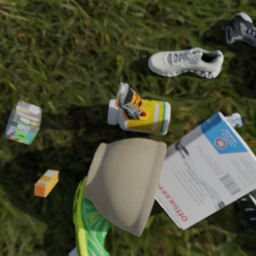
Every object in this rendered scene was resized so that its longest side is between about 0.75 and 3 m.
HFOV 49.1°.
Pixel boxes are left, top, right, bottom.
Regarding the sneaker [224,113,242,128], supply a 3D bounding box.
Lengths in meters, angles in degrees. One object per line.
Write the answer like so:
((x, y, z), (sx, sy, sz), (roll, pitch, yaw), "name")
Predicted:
((3.262, -0.113, 9.384), (1.186, 0.449, 0.457), (-19, 72, -4), "sneaker")

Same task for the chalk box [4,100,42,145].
((-3.015, -0.059, 8.033), (0.755, 0.751, 1.214), (23, 36, -27), "chalk box")

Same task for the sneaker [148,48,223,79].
((1.992, -2.356, 9.710), (2.568, 1.041, 0.965), (1, 76, 2), "sneaker")

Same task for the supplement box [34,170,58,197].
((-1.982, 1.338, 6.841), (0.295, 0.857, 0.285), (8, 106, 6), "supplement box")

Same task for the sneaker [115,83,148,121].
((0.124, -0.682, 7.674), (0.667, 1.728, 0.676), (13, 74, 19), "sneaker")

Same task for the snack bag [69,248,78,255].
((-1.264, 3.891, 8.480), (0.769, 0.087, 0.816), (-38, 78, -10), "snack bag")

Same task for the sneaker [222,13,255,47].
((4.239, -3.240, 10.130), (1.075, 0.713, 1.889), (-33, 71, -8), "sneaker")

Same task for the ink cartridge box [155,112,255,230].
((2.006, 1.181, 7.710), (2.699, 1.159, 1.976), (-38, 94, 20), "ink cartridge box")

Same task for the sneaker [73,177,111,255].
((-1.094, 2.756, 8.487), (1.060, 0.940, 2.538), (0, 73, -22), "sneaker")

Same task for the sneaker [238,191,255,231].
((4.520, 2.838, 8.371), (2.846, 1.052, 1.129), (43, 69, 4), "sneaker")

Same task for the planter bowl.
((-0.175, 1.419, 7.765), (1.767, 2.626, 2.626), (16, 75, 2), "planter bowl")

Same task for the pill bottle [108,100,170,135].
((0.324, -0.405, 9.091), (1.902, 1.073, 1.073), (7, 75, -1), "pill bottle")
